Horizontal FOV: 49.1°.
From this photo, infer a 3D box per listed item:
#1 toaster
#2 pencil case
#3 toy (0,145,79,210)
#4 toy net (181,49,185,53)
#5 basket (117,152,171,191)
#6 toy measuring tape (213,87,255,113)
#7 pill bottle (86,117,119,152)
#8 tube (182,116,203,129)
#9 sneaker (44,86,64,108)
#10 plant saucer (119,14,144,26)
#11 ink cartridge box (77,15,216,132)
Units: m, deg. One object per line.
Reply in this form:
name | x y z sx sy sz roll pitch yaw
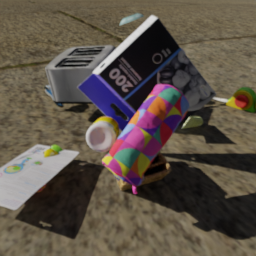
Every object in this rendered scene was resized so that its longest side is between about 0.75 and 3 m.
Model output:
toaster | -1.560 -1.909 10.138 2.465 1.462 2.229 2 35 18
pencil case | 0.406 0.180 6.143 1.043 1.043 2.360 26 75 35
toy | -2.486 1.264 7.085 1.458 0.598 2.531 9 29 20
toy net | 1.889 -2.170 10.949 0.944 1.800 0.348 -11 14 -24
basket | 0.297 0.936 6.948 1.237 0.922 0.883 -14 71 -14
toy measuring tape | 4.121 -1.291 11.022 2.407 0.885 0.885 24 39 34
pill bottle | -0.605 0.118 7.171 0.722 0.722 1.321 2 12 3
tube | 2.125 -0.204 9.220 0.335 0.375 1.291 -3 2 31
sneaker | -2.740 -1.277 10.815 0.476 0.412 1.099 -30 76 -37
plant saucer | 0.102 -3.852 9.864 0.936 0.180 0.936 -18 21 7
ink cartridge box | 0.512 -0.974 7.437 2.701 2.676 0.586 -41 24 12
